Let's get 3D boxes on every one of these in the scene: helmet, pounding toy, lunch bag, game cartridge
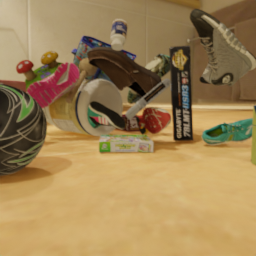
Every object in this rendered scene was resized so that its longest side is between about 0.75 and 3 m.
[{"bbox_3d":[-2.383,0.034,5.228,1.694,1.777,1.777,32,16,13],"label":"helmet"},{"bbox_3d":[-2.712,-1.940,9.653,2.830,1.313,2.184,3,44,32],"label":"pounding toy"},{"bbox_3d":[-1.063,-2.405,10.423,2.181,1.026,1.642,28,-33,-7],"label":"lunch bag"},{"bbox_3d":[0.510,-0.753,7.453,1.336,0.278,0.890,-41,6,-32],"label":"game cartridge"}]

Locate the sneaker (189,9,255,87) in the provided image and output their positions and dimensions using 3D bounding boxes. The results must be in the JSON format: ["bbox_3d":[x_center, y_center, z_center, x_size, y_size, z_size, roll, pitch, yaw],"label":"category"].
[{"bbox_3d":[2.145,-1.820,7.142,2.309,1.333,0.866,33,19,-21],"label":"sneaker"}]

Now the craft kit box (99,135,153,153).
[{"bbox_3d":[-0.089,0.418,7.775,1.403,0.345,1.421,3,6,-5],"label":"craft kit box"}]

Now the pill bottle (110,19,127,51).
[{"bbox_3d":[-0.272,-2.649,8.023,0.451,0.813,0.451,5,-20,2],"label":"pill bottle"}]

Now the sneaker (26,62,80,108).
[{"bbox_3d":[-2.217,-1.259,8.617,2.010,0.818,0.887,-28,6,14],"label":"sneaker"}]

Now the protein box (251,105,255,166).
[{"bbox_3d":[3.558,0.242,5.082,1.897,1.280,1.883,0,7,3],"label":"protein box"}]

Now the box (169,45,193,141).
[{"bbox_3d":[1.807,-1.199,9.575,0.707,2.823,2.844,-3,9,10],"label":"box"}]

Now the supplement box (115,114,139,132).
[{"bbox_3d":[0.011,-0.242,12.018,1.094,0.612,2.010,-3,7,-28],"label":"supplement box"}]

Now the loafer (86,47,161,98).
[{"bbox_3d":[-0.139,-1.708,9.023,2.655,0.942,0.969,23,-15,-17],"label":"loafer"}]

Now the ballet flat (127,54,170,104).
[{"bbox_3d":[0.685,-2.018,11.310,0.941,2.536,0.941,40,18,-16],"label":"ballet flat"}]

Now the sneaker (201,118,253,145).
[{"bbox_3d":[2.839,0.104,7.777,1.600,0.620,0.637,-18,-28,18],"label":"sneaker"}]

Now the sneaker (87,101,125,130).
[{"bbox_3d":[-0.787,-0.209,9.016,1.321,0.797,0.552,34,45,-3],"label":"sneaker"}]

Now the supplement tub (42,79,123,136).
[{"bbox_3d":[-1.813,-0.800,10.617,2.803,2.024,2.024,7,10,41],"label":"supplement tub"}]

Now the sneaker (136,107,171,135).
[{"bbox_3d":[0.809,-0.283,7.950,0.783,0.742,1.907,-20,3,-13],"label":"sneaker"}]

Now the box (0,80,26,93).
[{"bbox_3d":[-3.998,-0.254,6.701,1.603,1.881,2.942,2,7,19],"label":"box"}]
